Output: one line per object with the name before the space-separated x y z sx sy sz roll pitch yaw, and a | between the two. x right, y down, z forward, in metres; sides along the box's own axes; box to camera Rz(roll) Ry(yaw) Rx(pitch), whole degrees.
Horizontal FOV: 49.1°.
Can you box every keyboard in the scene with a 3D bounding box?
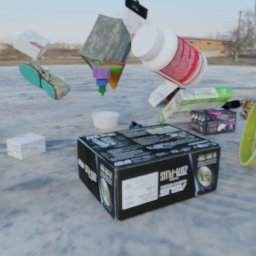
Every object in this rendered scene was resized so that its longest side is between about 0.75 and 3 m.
keyboard | 0.203 -3.113 7.107 0.780 0.468 0.100 40 70 19

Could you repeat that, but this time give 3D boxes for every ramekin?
ramekin | -0.939 -0.316 11.644 1.128 0.525 1.128 1 16 0

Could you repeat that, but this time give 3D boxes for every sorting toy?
sorting toy | -0.603 -1.512 8.794 0.929 0.922 2.678 2 18 6

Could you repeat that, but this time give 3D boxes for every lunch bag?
lunch bag | -0.742 -3.236 12.153 1.444 2.015 2.456 22 -10 22

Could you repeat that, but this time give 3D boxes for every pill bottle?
pill bottle | 1.212 -2.097 8.244 2.238 1.256 1.256 19 1 -40

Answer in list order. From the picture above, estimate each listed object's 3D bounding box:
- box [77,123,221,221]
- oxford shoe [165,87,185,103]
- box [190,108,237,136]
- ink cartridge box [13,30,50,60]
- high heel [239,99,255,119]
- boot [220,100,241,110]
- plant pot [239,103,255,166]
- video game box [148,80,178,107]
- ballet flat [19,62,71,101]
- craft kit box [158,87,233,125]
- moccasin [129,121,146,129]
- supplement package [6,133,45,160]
box | 0.407 0.831 6.631 2.678 1.153 2.193 -9 19 -28
oxford shoe | 2.905 -1.819 15.721 1.066 1.086 2.994 -5 17 -15
box | 3.297 -0.255 10.899 1.459 0.837 0.964 -5 16 -20
ink cartridge box | -2.743 -2.411 8.061 0.696 0.400 0.959 29 26 -13
high heel | 5.556 -0.983 13.414 1.485 0.744 2.083 2 24 -16
boot | 5.325 -1.166 14.578 1.222 0.460 0.914 -6 7 19
plant pot | 4.238 0.336 7.634 1.758 1.912 1.912 15 19 8
video game box | 2.261 -2.355 16.038 0.598 2.328 2.556 45 18 -5
ballet flat | -2.874 -1.722 9.916 2.385 0.809 0.898 34 46 30
craft kit box | 2.642 -0.849 11.295 2.241 0.544 2.213 -6 -20 -20
moccasin | 0.350 0.097 10.308 0.577 0.489 1.434 -8 18 -26
supplement package | -3.169 0.557 8.724 0.702 0.499 0.901 12 19 33
